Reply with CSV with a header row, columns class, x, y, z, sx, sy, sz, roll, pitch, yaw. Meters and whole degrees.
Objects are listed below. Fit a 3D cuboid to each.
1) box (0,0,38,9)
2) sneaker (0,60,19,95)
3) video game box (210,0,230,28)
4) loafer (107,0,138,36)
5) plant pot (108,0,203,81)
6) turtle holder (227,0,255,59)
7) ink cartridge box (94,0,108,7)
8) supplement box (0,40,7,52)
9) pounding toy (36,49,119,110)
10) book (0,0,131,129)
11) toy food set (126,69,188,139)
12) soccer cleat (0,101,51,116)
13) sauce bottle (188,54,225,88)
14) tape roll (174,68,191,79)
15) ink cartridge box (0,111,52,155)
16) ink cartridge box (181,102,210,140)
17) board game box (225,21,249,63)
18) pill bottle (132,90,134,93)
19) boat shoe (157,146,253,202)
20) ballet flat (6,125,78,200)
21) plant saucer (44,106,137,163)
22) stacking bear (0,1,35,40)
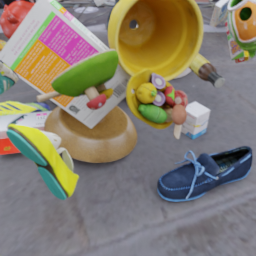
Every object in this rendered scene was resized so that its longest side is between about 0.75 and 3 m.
class,x,y,z,sx,sy,sz,roll,pitch,yaw
box,-3.152,-3.789,7.447,1.167,1.176,0.292,-1,58,7
sneaker,-1.815,-0.739,3.542,0.441,1.137,0.453,38,82,18
video game box,2.772,-3.455,8.113,0.854,0.778,0.200,-43,73,-13
loafer,-0.005,-3.331,8.264,0.882,2.439,0.888,4,-4,37
plant pot,0.379,-2.157,6.199,1.898,1.898,1.785,-11,32,-14
turtle holder,3.278,-2.905,7.006,1.938,1.376,1.472,-57,21,-14
ink cartridge box,-0.861,-4.533,8.709,0.910,1.136,0.269,-14,26,35
supplement box,-4.301,-2.575,9.263,0.544,0.563,1.636,55,25,21
pounding toy,-0.709,-0.669,5.019,1.272,0.764,1.647,-32,6,-40
book,-1.296,-1.372,6.411,2.689,1.797,0.646,39,27,-21
toy food set,0.791,-0.502,5.668,0.582,1.781,1.048,3,71,52
soccer cleat,-3.566,-0.427,9.138,2.033,0.657,0.850,-5,43,-6
sauce bottle,2.459,-1.895,9.113,0.581,0.581,1.797,-12,41,-14
tape roll,1.477,-3.604,12.113,2.842,1.951,2.842,0,39,0
ink cartridge box,-3.020,0.110,8.275,1.618,0.352,1.404,-7,40,-10
ink cartridge box,2.045,-0.235,8.705,0.630,0.863,0.633,-25,45,-28
board game box,3.782,-3.044,9.745,0.230,1.536,0.734,-18,8,-14
pill bottle,0.306,-1.649,10.452,0.939,0.939,1.685,-2,38,-2
boat shoe,1.932,0.981,7.107,2.679,0.919,1.127,-18,42,-22
ballet flat,-1.406,0.501,4.983,0.669,2.002,0.671,13,51,32
plant saucer,-1.042,-0.150,8.412,2.831,0.501,2.831,10,38,-8
stacking bear,-1.995,-2.054,7.345,1.590,2.796,1.698,-39,40,8
